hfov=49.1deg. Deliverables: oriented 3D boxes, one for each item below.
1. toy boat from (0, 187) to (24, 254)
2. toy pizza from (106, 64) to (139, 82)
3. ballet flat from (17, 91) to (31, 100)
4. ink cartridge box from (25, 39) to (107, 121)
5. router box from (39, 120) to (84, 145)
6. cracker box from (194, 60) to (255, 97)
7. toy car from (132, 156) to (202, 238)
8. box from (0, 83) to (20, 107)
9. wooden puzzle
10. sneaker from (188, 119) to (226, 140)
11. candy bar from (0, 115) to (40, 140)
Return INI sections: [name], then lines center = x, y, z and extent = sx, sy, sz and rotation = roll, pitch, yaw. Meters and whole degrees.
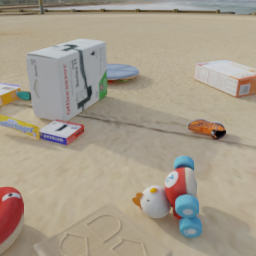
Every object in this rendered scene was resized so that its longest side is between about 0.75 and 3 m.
[toy boat]
center = -2.667, 1.340, 4.369
extent = 1.933, 1.263, 1.261
rotation = -10, 28, -18
[toy pizza]
center = -0.745, -2.516, 12.996
extent = 2.511, 0.398, 2.511
rotation = 0, 25, 0
[ballet flat]
center = -3.628, -1.189, 10.527
extent = 1.015, 0.345, 0.341
rotation = 9, 7, 6
[ink cartridge box]
center = -1.901, -1.702, 9.495
extent = 1.195, 2.108, 2.876
rotation = 13, 31, 22
[router box]
center = -1.885, 0.106, 7.963
extent = 0.968, 0.236, 0.869
rotation = 11, 29, 21
[cracker box]
center = 4.344, -2.172, 11.893
extent = 1.775, 0.764, 2.650
rotation = -12, 30, -22
[toy car]
center = 0.631, 1.232, 5.002
extent = 1.207, 1.068, 1.113
rotation = -7, 36, 12
[box]
center = -5.027, -1.116, 10.177
extent = 1.362, 0.475, 2.289
rotation = 11, 26, 21
[wooden puzzle]
center = -0.372, 1.924, 4.271
extent = 1.605, 0.371, 1.486
rotation = -18, 32, -40
[sneaker]
center = 2.251, 0.038, 7.918
extent = 1.050, 0.407, 0.588
rotation = 1, 26, 1
[candy bar]
center = -3.146, -0.062, 7.904
extent = 1.669, 0.416, 0.185
rotation = 16, 32, 18
